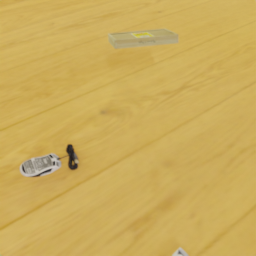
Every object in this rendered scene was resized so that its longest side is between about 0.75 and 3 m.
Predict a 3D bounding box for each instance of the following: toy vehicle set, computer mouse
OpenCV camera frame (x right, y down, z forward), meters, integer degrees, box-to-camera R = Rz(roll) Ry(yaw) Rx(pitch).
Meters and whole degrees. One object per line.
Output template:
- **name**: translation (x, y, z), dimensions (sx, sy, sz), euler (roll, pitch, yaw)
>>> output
- **toy vehicle set**: translation (0.477, -3.115, 9.720), dimensions (2.185, 0.290, 1.358), euler (-8, 28, -9)
- **computer mouse**: translation (-2.440, 1.119, 8.699), dimensions (1.751, 0.384, 0.960), euler (-15, 53, -22)

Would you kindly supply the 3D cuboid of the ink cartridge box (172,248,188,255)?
- **ink cartridge box**: translation (1.130, 4.124, 5.744), dimensions (2.266, 0.496, 2.288), euler (-32, 55, -28)
